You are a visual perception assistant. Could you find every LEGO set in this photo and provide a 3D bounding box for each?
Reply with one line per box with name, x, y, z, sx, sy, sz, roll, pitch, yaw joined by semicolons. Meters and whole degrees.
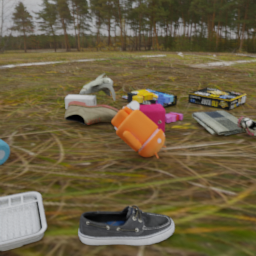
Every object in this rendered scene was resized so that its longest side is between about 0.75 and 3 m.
LEGO set;0.853;-0.995;12.308;2.875;1.097;1.180;12;21;34

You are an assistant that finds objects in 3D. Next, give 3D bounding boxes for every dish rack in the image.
dish rack;-2.310;1.858;5.508;1.278;0.324;1.489;-7;21;-21

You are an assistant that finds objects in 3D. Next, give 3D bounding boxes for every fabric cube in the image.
fabric cube;0.877;-0.363;10.852;0.927;0.912;0.930;-2;20;-7

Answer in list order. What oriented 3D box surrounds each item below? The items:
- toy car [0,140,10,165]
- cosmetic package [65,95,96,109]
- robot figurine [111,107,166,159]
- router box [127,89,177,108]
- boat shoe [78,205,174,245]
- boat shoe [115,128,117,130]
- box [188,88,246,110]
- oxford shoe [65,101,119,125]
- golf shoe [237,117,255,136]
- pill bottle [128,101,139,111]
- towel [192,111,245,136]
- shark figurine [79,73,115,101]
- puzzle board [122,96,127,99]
toy car;-5.125;0.385;7.507;2.361;2.265;2.561;24;47;28
cosmetic package;-2.341;-1.270;13.852;1.401;0.594;0.754;2;21;7
robot figurine;0.375;0.153;8.617;1.815;1.058;1.305;42;-8;5
router box;1.225;-1.522;14.622;1.598;0.547;2.142;-17;26;-39
boat shoe;-0.024;1.770;5.315;1.839;0.609;0.643;-1;20;-2
boat shoe;0.044;-0.084;10.437;0.694;0.656;1.935;-9;21;-23
box;4.651;-1.559;14.728;2.353;0.581;1.879;18;28;41
oxford shoe;-1.392;-0.412;11.542;2.468;0.869;0.923;8;51;8
golf shoe;4.365;0.023;9.783;1.284;0.466;0.591;20;4;-36
pill bottle;0.182;-0.712;10.705;0.442;0.442;0.772;-4;-18;-10
towel;3.667;-0.194;11.117;1.665;0.299;1.729;-6;29;-23
shark figurine;-1.091;-1.908;13.625;1.562;1.091;2.614;-43;28;-25
puzzle board;0.150;-1.733;15.940;0.643;0.074;0.853;-15;25;-35
